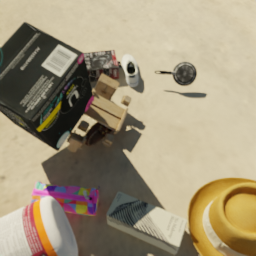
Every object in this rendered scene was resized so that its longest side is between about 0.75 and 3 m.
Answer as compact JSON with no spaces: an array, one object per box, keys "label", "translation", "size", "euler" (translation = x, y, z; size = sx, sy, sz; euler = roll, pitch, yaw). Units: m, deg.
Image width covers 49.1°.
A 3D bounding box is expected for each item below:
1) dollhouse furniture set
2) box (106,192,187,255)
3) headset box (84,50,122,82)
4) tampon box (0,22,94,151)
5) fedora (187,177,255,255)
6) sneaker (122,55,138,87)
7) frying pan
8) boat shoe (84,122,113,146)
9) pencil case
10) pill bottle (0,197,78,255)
[{"label":"dollhouse furniture set","translation":[-0.869,-0.258,8.626],"size":[1.237,1.057,2.387],"euler":[27,61,-9]},{"label":"box","translation":[0.429,2.257,6.714],"size":[1.801,0.616,0.740],"euler":[18,52,14]},{"label":"headset box","translation":[-0.997,-2.310,10.400],"size":[1.483,0.573,1.104],"euler":[-8,52,-7]},{"label":"tampon box","translation":[-2.035,-0.825,6.755],"size":[1.554,2.461,1.845],"euler":[30,74,9]},{"label":"fedora","translation":[2.848,2.102,6.505],"size":[2.839,1.158,2.839],"euler":[0,51,-1]},{"label":"sneaker","translation":[0.110,-2.268,10.357],"size":[0.603,0.585,1.652],"euler":[-9,52,-7]},{"label":"frying pan","translation":[1.703,-1.977,9.640],"size":[1.391,0.841,0.226],"euler":[26,11,-1]},{"label":"boat shoe","translation":[-0.756,0.038,8.554],"size":[0.518,0.519,1.474],"euler":[26,56,23]},{"label":"pencil case","translation":[-1.555,1.764,7.031],"size":[1.720,0.760,0.760],"euler":[3,51,5]},{"label":"pill bottle","translation":[-2.564,2.657,5.732],"size":[2.744,1.503,1.503],"euler":[-25,55,-7]}]
